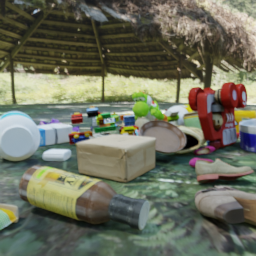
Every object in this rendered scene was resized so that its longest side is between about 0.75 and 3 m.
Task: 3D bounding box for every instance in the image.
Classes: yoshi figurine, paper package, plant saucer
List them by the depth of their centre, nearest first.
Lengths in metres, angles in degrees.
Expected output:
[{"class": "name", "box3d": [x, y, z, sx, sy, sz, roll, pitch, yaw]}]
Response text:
[{"class": "paper package", "box3d": [-0.280, 0.747, 7.680, 1.646, 0.893, 1.726, 5, 9, 31]}, {"class": "plant saucer", "box3d": [1.077, 0.314, 8.911, 1.501, 0.259, 1.501, 8, 39, -6]}, {"class": "yoshi figurine", "box3d": [0.759, -0.576, 11.285, 2.093, 1.176, 1.172, 43, 10, -45]}]

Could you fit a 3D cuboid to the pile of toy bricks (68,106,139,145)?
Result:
[{"class": "pile of toy bricks", "box3d": [-1.013, -0.237, 11.559, 2.899, 1.608, 1.431, -6, 27, -6]}]

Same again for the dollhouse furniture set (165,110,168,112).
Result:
[{"class": "dollhouse furniture set", "box3d": [3.660, -0.494, 16.102, 2.740, 1.114, 1.474, 6, 10, 37]}]

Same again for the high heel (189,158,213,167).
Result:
[{"class": "high heel", "box3d": [2.133, 1.027, 8.079, 0.789, 0.266, 0.378, 8, -4, -34]}]

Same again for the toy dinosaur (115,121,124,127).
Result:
[{"class": "toy dinosaur", "box3d": [-0.114, -0.187, 17.199, 1.279, 0.372, 0.647, -3, 23, 13]}]

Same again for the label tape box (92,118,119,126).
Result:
[{"class": "label tape box", "box3d": [-1.397, -0.376, 17.636, 1.490, 0.493, 1.068, 0, 8, 8]}]

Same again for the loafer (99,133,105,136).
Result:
[{"class": "loafer", "box3d": [-1.094, 0.555, 10.193, 0.659, 0.610, 1.751, -1, 8, -4]}]

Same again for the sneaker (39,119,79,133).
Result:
[{"class": "sneaker", "box3d": [-3.330, 0.008, 13.310, 1.997, 0.883, 0.803, 0, 6, -13]}]

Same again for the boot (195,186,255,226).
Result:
[{"class": "boot", "box3d": [2.030, 1.309, 4.877, 1.675, 0.588, 1.225, 4, 2, -5]}]

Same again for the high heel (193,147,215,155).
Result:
[{"class": "high heel", "box3d": [2.645, 0.810, 9.637, 0.780, 0.263, 0.375, -14, 1, -2]}]

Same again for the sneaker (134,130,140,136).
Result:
[{"class": "sneaker", "box3d": [0.540, 0.299, 9.479, 0.666, 0.553, 1.395, -3, 10, 5]}]

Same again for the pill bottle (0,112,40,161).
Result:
[{"class": "pill bottle", "box3d": [-3.738, 0.248, 9.331, 1.451, 1.451, 2.619, -3, 8, -23]}]

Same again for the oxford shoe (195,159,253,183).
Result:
[{"class": "oxford shoe", "box3d": [2.314, 0.980, 6.736, 1.434, 0.536, 0.505, -2, -24, -13]}]

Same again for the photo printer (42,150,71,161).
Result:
[{"class": "photo printer", "box3d": [-2.332, 0.879, 9.052, 0.785, 0.273, 0.653, 1, 9, 9]}]

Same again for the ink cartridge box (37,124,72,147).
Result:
[{"class": "ink cartridge box", "box3d": [-3.386, 0.270, 11.879, 1.679, 0.721, 1.230, -6, 10, -43]}]

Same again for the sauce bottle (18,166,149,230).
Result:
[{"class": "sauce bottle", "box3d": [-0.777, 1.201, 4.811, 2.303, 0.745, 0.745, 9, 10, 21]}]

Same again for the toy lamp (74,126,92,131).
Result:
[{"class": "toy lamp", "box3d": [-2.438, 0.045, 15.286, 0.971, 0.283, 0.283, -1, 8, -3]}]

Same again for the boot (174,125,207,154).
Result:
[{"class": "boot", "box3d": [1.566, 0.385, 10.321, 2.459, 0.895, 1.911, 6, 7, 21]}]

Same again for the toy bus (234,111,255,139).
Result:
[{"class": "toy bus", "box3d": [5.091, -0.343, 14.067, 2.642, 1.365, 2.493, -3, 8, -26]}]

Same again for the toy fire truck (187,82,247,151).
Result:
[{"class": "toy fire truck", "box3d": [3.453, -0.408, 10.607, 1.607, 2.407, 2.867, -4, 2, 38]}]

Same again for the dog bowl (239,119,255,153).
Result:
[{"class": "dog bowl", "box3d": [5.463, 0.251, 10.445, 2.451, 0.965, 2.451, -4, 7, 1]}]

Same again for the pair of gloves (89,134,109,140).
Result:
[{"class": "pair of gloves", "box3d": [-0.775, 0.593, 9.216, 0.888, 0.183, 1.044, 2, 45, -34]}]

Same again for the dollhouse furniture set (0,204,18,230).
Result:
[{"class": "dollhouse furniture set", "box3d": [-2.937, 1.198, 4.582, 2.155, 0.832, 1.077, 3, 9, 19]}]

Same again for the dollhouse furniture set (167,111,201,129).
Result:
[{"class": "dollhouse furniture set", "box3d": [2.506, -0.155, 12.624, 2.394, 1.197, 0.924, -10, -19, -10]}]

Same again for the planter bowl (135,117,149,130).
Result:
[{"class": "planter bowl", "box3d": [0.890, -0.252, 15.737, 1.111, 0.748, 1.111, 1, 7, 0]}]

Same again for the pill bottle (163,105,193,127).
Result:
[{"class": "pill bottle", "box3d": [2.806, -0.439, 14.458, 1.452, 1.452, 2.583, 6, 12, 40]}]
